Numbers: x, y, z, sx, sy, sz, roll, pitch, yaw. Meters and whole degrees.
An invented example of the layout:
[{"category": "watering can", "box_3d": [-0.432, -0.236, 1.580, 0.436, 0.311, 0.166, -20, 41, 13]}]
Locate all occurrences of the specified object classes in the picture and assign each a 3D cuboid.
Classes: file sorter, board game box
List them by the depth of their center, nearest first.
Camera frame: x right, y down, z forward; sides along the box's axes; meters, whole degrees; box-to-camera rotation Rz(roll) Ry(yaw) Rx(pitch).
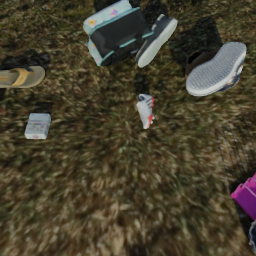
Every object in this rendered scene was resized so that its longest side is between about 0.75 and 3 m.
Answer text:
[{"category": "file sorter", "box_3d": [3.295, 1.475, 6.689, 1.213, 0.761, 0.843, -28, 58, -19]}, {"category": "board game box", "box_3d": [-2.614, -0.057, 8.139, 0.557, 0.243, 0.755, 1, 53, 1]}]

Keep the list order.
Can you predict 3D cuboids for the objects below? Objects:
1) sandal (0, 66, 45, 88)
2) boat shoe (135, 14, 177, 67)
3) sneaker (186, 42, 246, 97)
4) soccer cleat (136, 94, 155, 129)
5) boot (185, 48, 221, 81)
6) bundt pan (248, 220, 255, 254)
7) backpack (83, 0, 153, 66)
[{"category": "sandal", "box_3d": [-3.583, -1.658, 9.004, 1.755, 0.474, 0.705, -7, 80, -9]}, {"category": "boat shoe", "box_3d": [0.844, -3.097, 9.858, 0.711, 0.891, 2.357, 34, 64, 10]}, {"category": "sneaker", "box_3d": [2.747, -1.540, 8.559, 1.045, 1.058, 2.665, 32, 58, 33]}, {"category": "soccer cleat", "box_3d": [0.474, -0.500, 8.122, 0.514, 0.414, 1.206, 20, 53, -14]}, {"category": "boot", "box_3d": [2.648, -2.327, 9.418, 1.999, 0.754, 0.736, -38, 41, -28]}, {"category": "bundt pan", "box_3d": [3.140, 2.492, 6.178, 1.024, 0.384, 1.024, 0, 54, 1]}, {"category": "backpack", "box_3d": [-0.445, -2.911, 8.962, 1.882, 2.141, 1.642, -33, 92, -8]}]
